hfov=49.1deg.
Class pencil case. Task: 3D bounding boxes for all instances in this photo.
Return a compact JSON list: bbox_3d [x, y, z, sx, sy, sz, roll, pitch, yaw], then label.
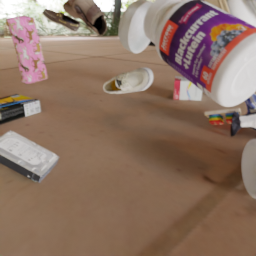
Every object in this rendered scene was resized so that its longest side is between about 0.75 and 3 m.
[{"bbox_3d":[-3.384,-2.583,9.425,0.906,2.189,0.947,-18,20,-25],"label":"pencil case"}]

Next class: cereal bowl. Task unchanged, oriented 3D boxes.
[{"bbox_3d":[0.198,-2.894,7.896,0.605,1.453,1.453,31,34,23],"label":"cereal bowl"}]

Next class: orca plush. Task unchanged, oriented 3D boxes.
[{"bbox_3d":[4.313,0.113,8.184,2.528,0.899,1.330,-6,66,12],"label":"orca plush"}]

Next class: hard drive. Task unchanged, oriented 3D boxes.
[{"bbox_3d":[-2.389,0.631,6.413,1.371,0.259,0.958,29,25,0],"label":"hard drive"}]

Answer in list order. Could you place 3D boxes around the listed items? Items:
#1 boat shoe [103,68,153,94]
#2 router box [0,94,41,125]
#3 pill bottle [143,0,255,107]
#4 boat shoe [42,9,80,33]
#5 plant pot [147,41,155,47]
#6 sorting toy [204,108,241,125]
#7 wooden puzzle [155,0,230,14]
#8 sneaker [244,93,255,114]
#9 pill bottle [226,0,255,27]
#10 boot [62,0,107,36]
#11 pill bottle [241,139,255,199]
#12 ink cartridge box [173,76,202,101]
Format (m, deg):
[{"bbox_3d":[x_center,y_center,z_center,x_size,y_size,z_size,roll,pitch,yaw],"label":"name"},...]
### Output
[{"bbox_3d":[-0.075,-1.308,8.082,0.624,0.633,1.786,-15,8,-41],"label":"boat shoe"},{"bbox_3d":[-4.393,-0.664,9.978,1.472,0.504,1.973,15,27,32],"label":"router box"},{"bbox_3d":[1.418,-1.654,5.496,1.401,1.401,2.514,-15,46,-32],"label":"pill bottle"},{"bbox_3d":[-2.588,-4.248,10.901,1.487,0.443,0.534,24,47,-22],"label":"boat shoe"},{"bbox_3d":[1.041,-3.472,9.725,1.150,1.294,1.297,14,24,-17],"label":"plant pot"},{"bbox_3d":[3.040,-0.328,8.928,1.050,0.368,1.057,-5,-6,24],"label":"sorting toy"},{"bbox_3d":[1.485,-2.868,6.518,1.467,1.586,0.295,-9,46,34],"label":"wooden puzzle"},{"bbox_3d":[3.952,-0.417,8.810,1.475,0.852,0.596,30,42,-30],"label":"sneaker"},{"bbox_3d":[2.634,-2.686,8.005,2.832,1.593,1.593,-29,-1,42],"label":"pill bottle"},{"bbox_3d":[-1.432,-3.902,9.674,1.800,0.865,2.461,47,2,5],"label":"boot"},{"bbox_3d":[3.550,0.813,5.475,2.269,1.205,1.205,1,22,1],"label":"pill bottle"},{"bbox_3d":[2.570,-1.701,12.050,1.184,0.856,0.860,4,23,9],"label":"ink cartridge box"}]
